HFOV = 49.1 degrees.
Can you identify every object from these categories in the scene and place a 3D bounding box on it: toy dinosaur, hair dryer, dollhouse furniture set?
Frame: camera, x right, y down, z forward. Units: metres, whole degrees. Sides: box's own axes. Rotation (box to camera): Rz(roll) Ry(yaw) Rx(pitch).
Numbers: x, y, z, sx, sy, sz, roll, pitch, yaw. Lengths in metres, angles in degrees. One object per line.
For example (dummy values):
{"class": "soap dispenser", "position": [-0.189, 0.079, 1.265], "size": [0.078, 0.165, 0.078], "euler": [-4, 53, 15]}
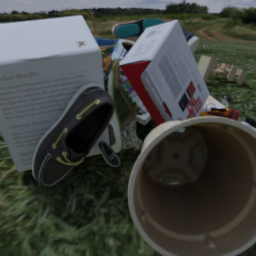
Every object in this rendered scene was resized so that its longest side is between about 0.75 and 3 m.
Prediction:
{"class": "toy dinosaur", "position": [-1.003, -2.754, 10.838], "size": [0.898, 2.973, 1.579], "euler": [-12, -16, -40]}
{"class": "hair dryer", "position": [2.812, -0.347, 8.159], "size": [0.855, 1.123, 0.305], "euler": [-32, -33, 35]}
{"class": "dollhouse furniture set", "position": [5.024, -3.006, 15.963], "size": [2.289, 1.490, 2.103], "euler": [13, 15, -27]}

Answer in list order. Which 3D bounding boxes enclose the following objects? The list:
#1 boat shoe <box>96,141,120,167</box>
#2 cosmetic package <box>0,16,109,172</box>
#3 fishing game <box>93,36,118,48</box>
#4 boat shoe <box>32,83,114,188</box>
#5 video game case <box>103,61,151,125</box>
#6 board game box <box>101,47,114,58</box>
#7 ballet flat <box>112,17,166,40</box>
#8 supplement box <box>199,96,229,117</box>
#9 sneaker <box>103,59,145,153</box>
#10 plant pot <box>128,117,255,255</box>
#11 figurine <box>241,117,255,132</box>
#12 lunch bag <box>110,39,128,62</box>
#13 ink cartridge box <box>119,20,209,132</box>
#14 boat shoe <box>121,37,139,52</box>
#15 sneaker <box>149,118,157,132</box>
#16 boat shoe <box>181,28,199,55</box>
{"class": "boat shoe", "position": [-0.445, 0.633, 6.568], "size": [0.287, 0.796, 0.282], "euler": [-47, 22, -18]}
{"class": "cosmetic package", "position": [-1.866, -0.883, 6.775], "size": [2.322, 2.775, 2.308], "euler": [-11, 40, -12]}
{"class": "fishing game", "position": [-0.876, -2.763, 8.914], "size": [0.949, 0.206, 1.326], "euler": [0, 3, 29]}
{"class": "boat shoe", "position": [-1.156, 0.289, 5.692], "size": [0.897, 2.516, 0.757], "euler": [22, 17, -39]}
{"class": "video game case", "position": [0.284, -1.402, 9.376], "size": [2.326, 0.293, 2.553], "euler": [29, 54, 21]}
{"class": "board game box", "position": [-0.937, -2.317, 9.054], "size": [0.693, 0.155, 1.323], "euler": [-28, 12, -14]}
{"class": "ballet flat", "position": [0.455, -4.205, 11.805], "size": [2.455, 0.836, 0.826], "euler": [-8, 22, -18]}
{"class": "supplement box", "position": [2.158, -0.628, 9.620], "size": [1.437, 0.838, 2.280], "euler": [-11, 31, -13]}
{"class": "sneaker", "position": [-0.117, -0.586, 7.706], "size": [1.147, 2.588, 0.995], "euler": [-3, 2, -18]}
{"class": "plant pot", "position": [1.097, 0.776, 5.128], "size": [2.309, 2.309, 2.114], "euler": [-1, 11, -3]}
{"class": "figurine", "position": [4.167, -0.009, 9.232], "size": [0.811, 0.358, 0.831], "euler": [20, 30, 31]}
{"class": "lunch bag", "position": [0.224, -2.640, 12.544], "size": [1.726, 2.709, 2.303], "euler": [-11, 25, -27]}
{"class": "ink cartridge box", "position": [0.984, -1.088, 7.591], "size": [1.080, 2.577, 2.262], "euler": [1, 48, 41]}
{"class": "boat shoe", "position": [0.799, -2.896, 10.074], "size": [2.291, 0.848, 0.846], "euler": [30, -9, 31]}
{"class": "sneaker", "position": [0.930, -0.189, 9.362], "size": [0.441, 0.515, 1.243], "euler": [-3, 20, 7]}
{"class": "boat shoe", "position": [1.882, -2.679, 10.963], "size": [1.060, 2.832, 0.876], "euler": [-41, 76, -16]}
